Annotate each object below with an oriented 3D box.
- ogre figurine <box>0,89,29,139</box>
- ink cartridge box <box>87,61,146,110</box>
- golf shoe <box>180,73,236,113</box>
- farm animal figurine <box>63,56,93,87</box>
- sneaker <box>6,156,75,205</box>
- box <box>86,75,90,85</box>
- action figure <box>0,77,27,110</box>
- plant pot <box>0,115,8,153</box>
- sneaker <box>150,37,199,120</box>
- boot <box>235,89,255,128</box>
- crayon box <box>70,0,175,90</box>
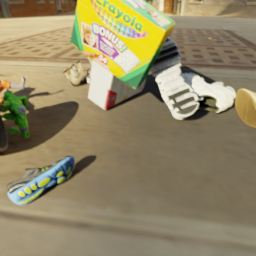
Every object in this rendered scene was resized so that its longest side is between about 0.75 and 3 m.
[{"bbox_3d":[-3.357,-0.492,8.245,0.777,0.950,1.584,-2,39,-27],"label":"ogre figurine"},{"bbox_3d":[-0.299,-1.925,10.464,0.957,1.685,2.312,34,41,23],"label":"ink cartridge box"},{"bbox_3d":[2.446,-1.284,10.421,2.795,1.094,1.359,18,38,34],"label":"golf shoe"},{"bbox_3d":[-1.766,-2.788,12.943,2.199,1.106,1.776,-32,18,8],"label":"farm animal figurine"},{"bbox_3d":[-1.897,1.031,6.253,0.704,0.603,1.700,28,40,32],"label":"sneaker"},{"bbox_3d":[-0.860,-2.146,12.712,1.360,0.440,1.725,-23,34,-36],"label":"box"},{"bbox_3d":[-5.020,-0.772,9.632,2.607,1.410,2.695,-6,53,3],"label":"action figure"},{"bbox_3d":[-4.471,-0.065,7.108,1.895,2.184,2.184,-21,31,-8],"label":"plant pot"},{"bbox_3d":[1.332,-1.639,9.261,1.127,3.000,1.216,-16,-13,1],"label":"sneaker"},{"bbox_3d":[4.916,-0.536,8.930,2.095,0.981,2.695,-6,29,-11],"label":"boot"},{"bbox_3d":[-0.310,-2.721,8.092,2.619,2.260,0.764,36,53,5],"label":"crayon box"}]
